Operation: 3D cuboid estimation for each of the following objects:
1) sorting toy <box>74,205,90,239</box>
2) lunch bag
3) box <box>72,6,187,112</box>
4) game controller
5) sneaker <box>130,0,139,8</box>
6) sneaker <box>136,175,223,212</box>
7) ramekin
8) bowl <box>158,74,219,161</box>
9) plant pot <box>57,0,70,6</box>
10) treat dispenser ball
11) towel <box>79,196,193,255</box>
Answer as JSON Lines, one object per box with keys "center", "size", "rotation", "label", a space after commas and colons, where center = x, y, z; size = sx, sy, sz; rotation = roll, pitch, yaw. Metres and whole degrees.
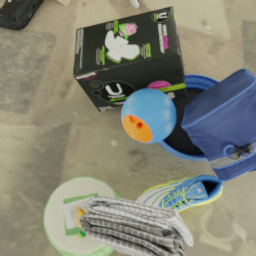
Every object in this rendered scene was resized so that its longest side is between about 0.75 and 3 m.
{"center": [-0.941, 2.186, 6.303], "size": [0.627, 0.125, 0.848], "rotation": [9, 110, 16], "label": "sorting toy"}
{"center": [2.657, -0.035, 6.860], "size": [1.953, 2.875, 1.902], "rotation": [-34, 98, 25], "label": "lunch bag"}
{"center": [0.139, -1.839, 8.072], "size": [2.795, 2.076, 1.737], "rotation": [-8, 62, 14], "label": "box"}
{"center": [-4.070, -4.863, 10.857], "size": [1.388, 0.560, 2.661], "rotation": [12, 65, 21], "label": "game controller"}
{"center": [0.337, -5.361, 10.988], "size": [0.742, 0.529, 1.497], "rotation": [-19, 63, -3], "label": "sneaker"}
{"center": [1.359, 1.710, 7.355], "size": [2.466, 1.295, 0.934], "rotation": [-17, 67, -8], "label": "sneaker"}
{"center": [-1.109, 2.292, 7.207], "size": [2.134, 1.042, 2.134], "rotation": [0, 65, 1], "label": "ramekin"}
{"center": [2.054, -0.325, 8.682], "size": [2.876, 0.565, 2.876], "rotation": [0, 66, 0], "label": "bowl"}
{"center": [-2.524, -5.639, 10.668], "size": [1.113, 0.985, 1.111], "rotation": [29, 66, -14], "label": "plant pot"}
{"center": [0.537, -0.308, 7.393], "size": [1.443, 1.443, 1.443], "rotation": [0, 66, 0], "label": "treat dispenser ball"}
{"center": [0.188, 2.102, 5.526], "size": [1.933, 1.601, 0.827], "rotation": [5, 58, 26], "label": "towel"}
